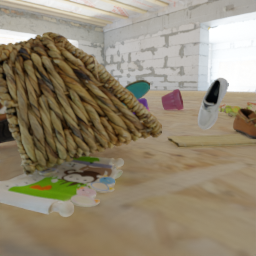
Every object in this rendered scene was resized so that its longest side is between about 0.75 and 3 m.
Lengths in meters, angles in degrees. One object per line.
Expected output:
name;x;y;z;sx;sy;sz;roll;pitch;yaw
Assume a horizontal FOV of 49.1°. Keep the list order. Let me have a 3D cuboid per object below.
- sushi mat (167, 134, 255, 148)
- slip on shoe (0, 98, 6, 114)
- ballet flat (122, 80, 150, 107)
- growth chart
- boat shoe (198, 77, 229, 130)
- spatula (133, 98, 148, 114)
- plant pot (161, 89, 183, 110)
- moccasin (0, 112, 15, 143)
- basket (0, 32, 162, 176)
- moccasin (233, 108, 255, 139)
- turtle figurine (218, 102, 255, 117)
sushi mat;1.875;0.273;6.288;1.843;0.112;0.882;-2;8;-9
slip on shoe;-3.491;-0.426;7.390;0.793;0.632;2.085;9;47;8
ballet flat;-0.004;-0.866;7.268;1.413;0.500;0.500;-36;-11;30
growth chart;-0.838;0.634;3.674;1.514;0.186;2.092;2;7;16
boat shoe;1.969;-0.579;6.784;0.497;1.352;0.442;27;24;34
spatula;-0.213;-0.416;6.833;1.393;0.394;0.143;-10;-2;9
plant pot;2.138;-1.309;13.621;0.904;1.010;1.010;-13;5;18
moccasin;-2.437;-0.061;6.028;1.920;0.702;0.741;-28;31;-32
basket;-0.930;-0.617;4.705;1.981;1.898;2.659;-17;9;-13
moccasin;3.262;-0.162;6.807;0.747;0.788;2.042;0;9;-1
turtle figurine;4.220;-0.686;10.896;1.610;0.519;1.299;-5;0;17
